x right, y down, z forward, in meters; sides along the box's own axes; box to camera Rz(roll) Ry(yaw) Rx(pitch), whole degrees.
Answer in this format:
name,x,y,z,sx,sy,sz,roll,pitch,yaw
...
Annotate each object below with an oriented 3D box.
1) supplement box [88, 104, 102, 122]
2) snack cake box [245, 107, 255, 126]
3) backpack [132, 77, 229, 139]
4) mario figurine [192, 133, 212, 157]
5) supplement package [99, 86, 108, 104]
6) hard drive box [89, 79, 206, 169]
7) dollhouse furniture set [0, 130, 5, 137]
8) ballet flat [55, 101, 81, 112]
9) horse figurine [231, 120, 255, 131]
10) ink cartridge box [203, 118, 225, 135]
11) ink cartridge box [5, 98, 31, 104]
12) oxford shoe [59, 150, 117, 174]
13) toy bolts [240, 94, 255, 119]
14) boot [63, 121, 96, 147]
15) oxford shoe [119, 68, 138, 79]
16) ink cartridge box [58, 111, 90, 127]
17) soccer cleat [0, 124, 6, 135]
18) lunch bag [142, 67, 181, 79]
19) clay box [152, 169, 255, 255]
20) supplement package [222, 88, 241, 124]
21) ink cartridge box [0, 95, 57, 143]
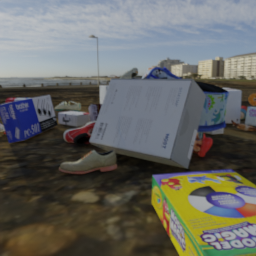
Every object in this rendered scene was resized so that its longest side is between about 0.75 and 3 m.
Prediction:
name,x,y,z,sx,sy,sz,roll,pitch,yaw
supplement box,-0.921,-0.633,12.961,1.666,0.907,0.507,-6,-13,-25
snack cake box,6.365,-0.409,11.865,2.367,0.795,1.361,0,11,-27
backpack,1.747,-0.560,9.435,2.955,2.171,2.704,10,15,35
mario figurine,1.660,0.380,8.146,1.511,0.801,0.933,-5,43,14
supplement package,-0.223,-1.529,14.515,2.294,1.341,1.345,-4,10,-20
hard drive box,0.480,-0.211,7.564,2.629,2.049,1.010,9,-14,38
dollhouse furniture set,-5.280,-0.225,10.816,1.426,1.012,1.130,4,12,19
ballet flat,-3.863,-1.399,17.911,1.902,0.661,0.661,4,12,20
horse figurine,4.848,-0.050,11.668,1.106,0.276,0.733,13,10,-4
ink cartridge box,3.242,-0.623,11.266,0.666,1.598,1.160,-3,10,-29
ink cartridge box,-4.765,-0.776,13.135,1.664,1.212,0.689,-2,11,-9
oxford shoe,-0.970,0.798,6.822,1.415,0.522,0.501,-4,12,-22
toy bolts,6.166,-0.933,14.206,1.460,1.394,1.012,-14,7,36
boot,-1.231,0.219,9.608,1.654,0.599,1.194,-19,19,-33
oxford shoe,0.004,-1.638,9.035,0.801,0.231,0.301,-32,-26,27
ink cartridge box,-2.512,-0.441,13.172,1.291,0.535,0.948,8,14,36
soccer cleat,-4.924,0.046,11.015,0.957,0.408,0.328,2,11,11
lunch bag,1.587,-1.309,11.827,2.699,2.163,1.020,26,6,-17
clay box,1.382,1.321,3.793,1.550,0.642,2.698,-3,10,-9
supplement package,4.552,-1.190,14.217,1.623,1.563,2.853,0,10,6
ink cartridge box,-3.707,-0.432,10.762,0.644,1.369,2.911,-11,9,11
